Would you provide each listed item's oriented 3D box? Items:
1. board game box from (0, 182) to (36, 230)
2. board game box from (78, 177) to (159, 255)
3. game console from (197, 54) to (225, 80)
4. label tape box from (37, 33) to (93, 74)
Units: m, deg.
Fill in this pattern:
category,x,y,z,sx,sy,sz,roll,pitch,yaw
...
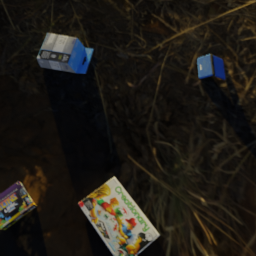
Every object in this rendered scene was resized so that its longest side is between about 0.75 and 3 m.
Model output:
category,x,y,z,sx,sy,sz,roll,pitch,yaw
board game box,-4.126,2.741,9.916,1.318,0.374,1.090,-37,72,-16
board game box,-0.351,3.172,9.655,1.602,0.439,2.537,-35,70,-17
game console,3.734,-2.649,12.619,0.999,0.693,1.171,-13,60,29
label tape box,-2.802,-3.348,12.630,2.116,0.699,1.516,10,65,6
